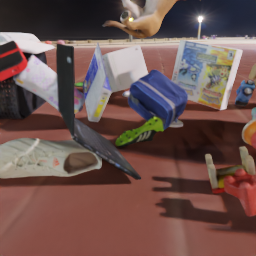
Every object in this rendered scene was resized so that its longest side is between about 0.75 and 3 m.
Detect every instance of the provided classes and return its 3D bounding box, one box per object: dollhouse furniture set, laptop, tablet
[{"bbox_3d":[2.670,0.899,4.210,2.686,1.092,1.446,-14,17,13],"label":"dollhouse furniture set"},{"bbox_3d":[-0.631,-0.378,5.366,2.308,1.192,2.046,36,3,-26],"label":"laptop"},{"bbox_3d":[-3.284,-2.644,9.035,1.313,0.138,2.018,9,20,-2],"label":"tablet"}]

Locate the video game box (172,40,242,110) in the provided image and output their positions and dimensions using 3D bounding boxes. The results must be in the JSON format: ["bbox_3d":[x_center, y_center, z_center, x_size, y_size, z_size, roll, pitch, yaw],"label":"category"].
[{"bbox_3d":[2.641,-1.928,9.962,2.232,2.033,0.522,25,27,38],"label":"video game box"}]

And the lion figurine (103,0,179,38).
[{"bbox_3d":[0.555,-2.165,4.744,0.731,2.017,1.235,52,11,30],"label":"lion figurine"}]

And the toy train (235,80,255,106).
[{"bbox_3d":[4.105,-1.225,9.833,0.469,0.618,1.082,12,-20,8],"label":"toy train"}]

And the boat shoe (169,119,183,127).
[{"bbox_3d":[1.183,-0.271,8.195,0.357,0.326,0.992,-14,24,-35],"label":"boat shoe"}]

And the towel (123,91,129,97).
[{"bbox_3d":[0.699,-1.365,11.549,1.180,0.191,1.607,-19,27,-41],"label":"towel"}]

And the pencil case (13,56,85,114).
[{"bbox_3d":[-2.248,-1.145,8.152,2.039,0.925,0.848,38,0,-27],"label":"pencil case"}]

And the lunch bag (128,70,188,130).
[{"bbox_3d":[0.781,-0.680,7.605,1.037,1.064,1.567,-38,65,-25],"label":"lunch bag"}]

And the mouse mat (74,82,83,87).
[{"bbox_3d":[-1.942,-2.171,14.074,1.576,0.059,1.268,7,20,21],"label":"mouse mat"}]

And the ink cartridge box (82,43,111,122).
[{"bbox_3d":[-0.832,-1.258,7.741,0.371,1.579,1.560,9,44,-26],"label":"ink cartridge box"}]

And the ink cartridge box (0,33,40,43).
[{"bbox_3d":[-3.940,-3.270,10.405,1.853,0.438,1.483,12,22,27],"label":"ink cartridge box"}]

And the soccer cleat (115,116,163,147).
[{"bbox_3d":[0.295,0.190,6.682,1.223,0.496,0.413,-28,37,-1],"label":"soccer cleat"}]

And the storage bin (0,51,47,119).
[{"bbox_3d":[-3.833,-1.617,9.470,1.400,2.019,2.987,0,19,1],"label":"storage bin"}]

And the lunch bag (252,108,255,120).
[{"bbox_3d":[3.526,-0.142,7.097,0.797,0.486,0.679,37,19,-16],"label":"lunch bag"}]

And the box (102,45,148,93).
[{"bbox_3d":[-0.207,-2.412,11.707,1.566,1.559,1.342,-21,10,-23],"label":"box"}]

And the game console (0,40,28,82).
[{"bbox_3d":[-3.555,-1.653,7.375,1.623,0.252,1.435,-28,49,-13],"label":"game console"}]

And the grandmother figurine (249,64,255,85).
[{"bbox_3d":[5.562,-1.378,9.685,2.618,0.793,1.588,18,40,-15],"label":"grandmother figurine"}]

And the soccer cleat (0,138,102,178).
[{"bbox_3d":[-1.521,0.580,5.213,2.127,0.737,0.825,-5,20,-22],"label":"soccer cleat"}]

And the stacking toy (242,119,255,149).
[{"bbox_3d":[3.070,0.342,6.162,0.785,0.785,1.075,-1,37,-4],"label":"stacking toy"}]
